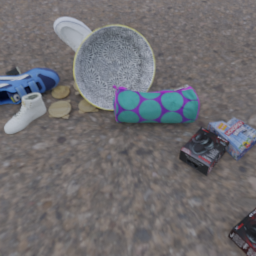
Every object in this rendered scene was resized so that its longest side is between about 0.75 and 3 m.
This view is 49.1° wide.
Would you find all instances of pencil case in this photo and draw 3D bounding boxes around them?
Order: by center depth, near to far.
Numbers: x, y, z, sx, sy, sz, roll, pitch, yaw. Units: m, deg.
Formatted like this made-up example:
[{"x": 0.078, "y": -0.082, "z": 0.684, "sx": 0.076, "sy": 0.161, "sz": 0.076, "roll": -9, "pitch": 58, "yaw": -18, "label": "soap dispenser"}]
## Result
[{"x": 0.896, "y": -0.811, "z": 9.588, "sx": 2.840, "sy": 1.312, "sz": 1.208, "roll": -1, "pitch": 17, "yaw": 0, "label": "pencil case"}]

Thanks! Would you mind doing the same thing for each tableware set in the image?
[{"x": -2.109, "y": -1.157, "z": 10.695, "sx": 1.795, "sy": 0.249, "sz": 2.149, "roll": -10, "pitch": 49, "yaw": -3, "label": "tableware set"}]

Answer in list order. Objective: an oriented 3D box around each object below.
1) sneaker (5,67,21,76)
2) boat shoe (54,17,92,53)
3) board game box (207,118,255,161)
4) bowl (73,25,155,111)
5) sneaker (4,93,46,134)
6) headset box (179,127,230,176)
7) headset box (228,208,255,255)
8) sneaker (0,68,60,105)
[{"x": -4.671, "y": -2.088, "z": 11.557, "sx": 0.575, "sy": 0.405, "sz": 1.083, "roll": -26, "pitch": 43, "yaw": -16, "label": "sneaker"}, {"x": -1.640, "y": -3.285, "z": 11.246, "sx": 2.919, "sy": 1.074, "sz": 0.954, "roll": 25, "pitch": 33, "yaw": -39, "label": "boat shoe"}, {"x": 3.452, "y": 0.175, "z": 9.276, "sx": 1.451, "sy": 0.448, "sz": 1.450, "roll": -34, "pitch": 55, "yaw": -28, "label": "board game box"}, {"x": -0.626, "y": -2.258, "z": 10.389, "sx": 2.973, "sy": 2.973, "sz": 1.395, "roll": -14, "pitch": 24, "yaw": -13, "label": "bowl"}, {"x": -3.645, "y": -0.583, "z": 9.663, "sx": 0.613, "sy": 0.961, "sz": 1.663, "roll": 30, "pitch": 54, "yaw": 24, "label": "sneaker"}, {"x": 2.307, "y": 0.742, "z": 8.651, "sx": 1.023, "sy": 0.531, "sz": 1.375, "roll": 32, "pitch": 56, "yaw": 28, "label": "headset box"}, {"x": 3.273, "y": 2.748, "z": 6.746, "sx": 0.972, "sy": 0.504, "sz": 1.306, "roll": -28, "pitch": 51, "yaw": -23, "label": "headset box"}, {"x": -3.904, "y": -1.458, "z": 10.522, "sx": 2.737, "sy": 1.012, "sz": 1.126, "roll": -14, "pitch": 47, "yaw": -2, "label": "sneaker"}]
